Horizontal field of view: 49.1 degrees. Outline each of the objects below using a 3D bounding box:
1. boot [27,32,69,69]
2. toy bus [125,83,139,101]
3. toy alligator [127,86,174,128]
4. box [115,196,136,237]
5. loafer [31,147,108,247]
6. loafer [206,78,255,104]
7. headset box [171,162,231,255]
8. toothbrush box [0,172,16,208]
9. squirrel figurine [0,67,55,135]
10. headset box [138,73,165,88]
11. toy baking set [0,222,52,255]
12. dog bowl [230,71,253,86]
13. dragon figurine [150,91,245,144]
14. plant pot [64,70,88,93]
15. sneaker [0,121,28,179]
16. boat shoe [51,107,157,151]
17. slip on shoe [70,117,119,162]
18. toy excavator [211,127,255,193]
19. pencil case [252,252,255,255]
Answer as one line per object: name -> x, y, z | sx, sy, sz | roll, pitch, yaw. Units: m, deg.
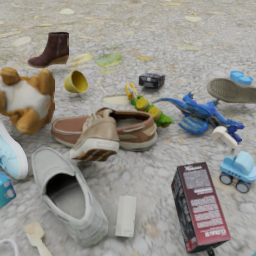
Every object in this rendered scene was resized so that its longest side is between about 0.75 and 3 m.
boot -> -3.067, -3.031, 10.758 | 1.634, 1.359, 0.591 | -14, 50, -26
toy bus -> 0.137, -1.197, 9.592 | 0.336, 0.280, 0.860 | -8, 42, -6
toy alligator -> 0.516, -0.552, 8.491 | 0.554, 0.764, 2.306 | -52, 44, 5
box -> -0.043, 1.768, 5.616 | 0.263, 0.316, 0.770 | 16, 69, -24
loafer -> -1.396, 1.199, 5.995 | 1.002, 1.000, 2.865 | -37, 47, -18
loafer -> 3.274, -1.080, 8.854 | 1.871, 0.708, 0.639 | 13, -8, -10
headset box -> 1.283, 1.566, 5.174 | 0.590, 1.136, 1.527 | -10, 59, -4
toothbrush box -> -3.420, 1.494, 6.038 | 1.087, 0.634, 1.485 | 25, 45, 29
squirrel figurine -> -3.257, -0.886, 7.732 | 2.253, 1.709, 2.414 | 17, -5, 0
headset box -> 0.897, -1.768, 10.309 | 0.746, 0.387, 1.002 | 10, 20, 18
toy baking set -> -1.876, 2.669, 4.594 | 1.876, 0.284, 2.444 | 11, 43, 22
dog bowl -> 4.337, -1.896, 10.794 | 0.539, 0.240, 0.967 | -16, 41, -19
dragon figurine -> 1.978, -0.396, 8.174 | 2.816, 0.829, 1.400 | 17, 30, 6
plant pot -> -1.872, -1.512, 9.643 | 0.561, 0.790, 0.790 | -17, 26, 34
sneaker -> -3.272, 0.550, 6.855 | 2.093, 0.774, 0.858 | 41, 33, 27
boat shoe -> -0.675, -0.101, 7.685 | 2.951, 1.059, 1.117 | 0, 44, 3
slip on shoe -> -0.791, 0.339, 6.350 | 0.861, 2.264, 0.686 | 8, 74, -17
toy excavator -> 2.481, 0.688, 6.543 | 1.237, 1.272, 0.635 | 25, 43, 27
pencil case -> 1.467, 2.789, 3.251 | 2.818, 1.199, 1.302 | -47, 21, -20
